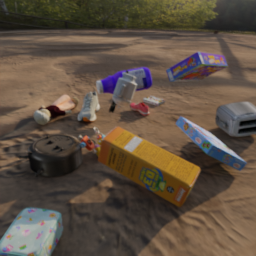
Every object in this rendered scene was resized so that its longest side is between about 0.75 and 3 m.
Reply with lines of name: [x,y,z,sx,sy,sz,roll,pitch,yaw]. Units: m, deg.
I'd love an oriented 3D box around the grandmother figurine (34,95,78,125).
grandmother figurine: [-3.475,-0.862,13.117,1.609,0.803,2.653,0,22,21]

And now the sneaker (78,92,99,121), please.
sneaker: [-1.887,-1.050,13.164,0.845,1.027,2.232,0,26,2]

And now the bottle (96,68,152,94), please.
bottle: [-0.190,-2.103,13.045,2.543,1.062,0.830,-14,2,-14]

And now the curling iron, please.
curling iron: [-0.354,-1.559,12.136,0.263,2.059,0.510,24,-14,-4]

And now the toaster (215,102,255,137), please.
toaster: [4.711,-0.350,11.618,1.957,1.112,1.264,-7,30,-8]

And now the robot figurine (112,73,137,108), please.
robot figurine: [-0.126,-1.239,9.520,0.665,1.177,0.998,22,8,14]

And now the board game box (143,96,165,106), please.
board game box: [1.376,-1.446,14.969,1.003,0.174,0.633,22,34,38]

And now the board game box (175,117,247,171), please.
board game box: [2.742,0.490,9.515,1.641,0.397,2.170,26,16,-27]

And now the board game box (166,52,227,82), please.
board game box: [3.026,-2.606,12.215,2.412,0.540,1.622,-11,-10,-46]

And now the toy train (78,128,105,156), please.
toy train: [-1.061,0.461,9.981,0.429,1.159,1.543,-37,8,26]

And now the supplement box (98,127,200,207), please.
supplement box: [0.542,1.047,7.959,2.759,0.918,0.949,25,36,16]

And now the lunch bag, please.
lunch bag: [-2.199,2.469,6.365,1.144,0.550,1.426,2,25,10]

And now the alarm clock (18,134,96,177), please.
alarm clock: [-2.257,0.775,9.651,2.609,0.868,1.760,-17,30,-37]

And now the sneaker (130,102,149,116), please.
sneaker: [0.582,-1.059,13.676,0.465,0.547,1.261,-23,38,-36]
